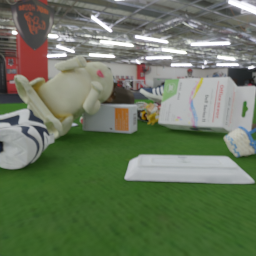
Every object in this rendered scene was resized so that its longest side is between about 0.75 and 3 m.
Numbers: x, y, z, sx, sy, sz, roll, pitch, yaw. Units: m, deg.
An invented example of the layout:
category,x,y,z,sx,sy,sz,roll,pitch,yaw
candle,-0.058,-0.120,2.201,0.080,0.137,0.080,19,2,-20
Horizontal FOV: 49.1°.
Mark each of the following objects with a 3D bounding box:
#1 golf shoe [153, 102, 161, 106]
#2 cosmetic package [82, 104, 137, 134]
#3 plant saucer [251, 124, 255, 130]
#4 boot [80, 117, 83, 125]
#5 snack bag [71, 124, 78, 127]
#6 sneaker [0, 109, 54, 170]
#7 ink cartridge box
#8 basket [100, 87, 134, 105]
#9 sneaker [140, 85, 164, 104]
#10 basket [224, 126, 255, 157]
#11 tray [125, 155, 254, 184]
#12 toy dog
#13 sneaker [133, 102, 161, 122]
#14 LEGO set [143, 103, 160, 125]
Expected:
category,x,y,z,sx,sy,sz,roll,pitch,yaw
golf shoe,1.647,-0.969,14.657,0.706,0.556,1.532,19,8,-14
cosmetic package,-0.608,-0.327,9.187,1.724,0.874,0.614,3,10,21
plant saucer,4.047,-0.021,9.550,1.109,0.163,1.109,1,10,0
boot,-1.102,-0.249,10.327,1.163,0.421,0.839,-10,15,-25
snack bag,-2.539,-0.122,10.318,1.122,0.120,1.058,-8,11,-41
sneaker,-2.760,0.122,5.913,2.563,1.023,1.668,2,8,13
ink cartridge box,2.380,-0.699,8.646,2.658,1.557,0.895,4,-10,36
basket,-0.742,-1.217,12.265,1.900,1.292,1.713,-2,-27,-43
sneaker,1.812,-1.861,14.397,2.668,1.127,1.000,23,-2,40
basket,2.607,0.246,6.088,0.887,0.617,0.782,-30,4,11
tray,0.998,0.678,4.926,2.044,0.227,1.097,1,8,5
toy dog,-1.552,-0.959,8.521,2.804,1.956,2.718,-36,-12,-25
sneaker,0.665,-0.659,11.707,1.956,0.761,0.803,5,15,40
LEGO set,0.922,-0.682,10.174,0.958,0.775,2.083,-40,-21,28
